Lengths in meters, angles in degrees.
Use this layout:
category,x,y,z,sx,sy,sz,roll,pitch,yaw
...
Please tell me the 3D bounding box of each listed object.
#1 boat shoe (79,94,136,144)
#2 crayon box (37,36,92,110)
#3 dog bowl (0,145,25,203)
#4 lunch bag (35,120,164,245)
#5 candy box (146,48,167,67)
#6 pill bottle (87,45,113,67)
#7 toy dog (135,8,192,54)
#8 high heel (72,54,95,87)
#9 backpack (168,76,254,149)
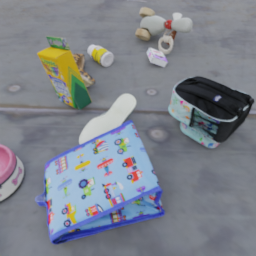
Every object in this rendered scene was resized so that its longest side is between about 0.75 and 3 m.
category,x,y,z,sx,sy,sz,roll,pitch,yaw
boat shoe,-0.613,-0.117,8.908,0.833,0.707,2.288,41,73,8
crayon box,-2.167,-1.803,9.270,0.588,2.279,1.433,-36,37,-25
dog bowl,-3.790,1.179,7.490,1.845,0.680,1.845,0,42,0
lunch bag,-0.873,1.402,6.990,2.945,1.385,2.217,-17,48,-5
candy box,1.234,-3.034,12.063,0.706,0.301,0.841,13,39,-24
pill bottle,-1.227,-3.160,12.136,0.653,0.653,1.173,-31,51,-29
toy dog,1.702,-4.660,13.230,2.944,1.942,1.418,43,20,31
high heel,-1.760,-2.412,11.200,2.301,0.822,1.640,24,51,32
backpack,2.401,-0.599,8.654,2.211,1.665,1.963,35,48,24
